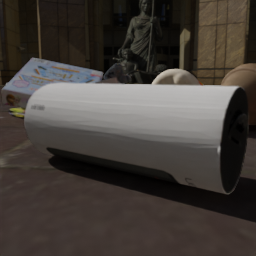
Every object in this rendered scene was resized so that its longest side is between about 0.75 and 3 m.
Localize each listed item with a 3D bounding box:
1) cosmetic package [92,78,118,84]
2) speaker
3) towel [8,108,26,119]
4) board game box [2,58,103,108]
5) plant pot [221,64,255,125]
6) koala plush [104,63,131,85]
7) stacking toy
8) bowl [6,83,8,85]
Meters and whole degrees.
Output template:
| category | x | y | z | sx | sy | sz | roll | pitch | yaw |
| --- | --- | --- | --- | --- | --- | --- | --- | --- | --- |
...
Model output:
| category | x | y | z | sx | sy | sz | roll | pitch | yaw |
| --- | --- | --- | --- | --- | --- | --- | --- | --- | --- |
| cosmetic package | -0.724 | -0.840 | 7.608 | 0.702 | 0.832 | 1.557 | -15 | 11 | 24 |
| speaker | -0.002 | -0.014 | 3.708 | 2.889 | 1.173 | 1.173 | 7 | 12 | 33 |
| towel | -2.877 | -0.562 | 9.581 | 2.037 | 0.232 | 1.463 | -8 | 12 | -43 |
| board game box | -2.234 | -1.326 | 8.933 | 2.526 | 0.520 | 2.520 | 11 | 34 | -3 |
| plant pot | 2.725 | -0.646 | 6.922 | 1.387 | 1.590 | 1.590 | -27 | 23 | -31 |
| koala plush | -0.329 | -1.852 | 10.106 | 0.711 | 0.802 | 0.737 | -42 | 3 | -31 |
| stacking toy | 1.587 | -0.868 | 7.501 | 1.439 | 1.439 | 1.969 | 7 | 15 | 33 |
| bowl | -3.515 | -1.138 | 9.903 | 1.380 | 0.515 | 1.378 | 5 | -8 | -2 |
